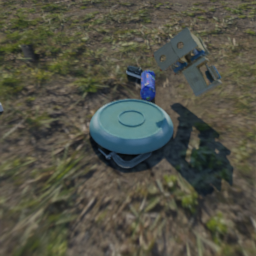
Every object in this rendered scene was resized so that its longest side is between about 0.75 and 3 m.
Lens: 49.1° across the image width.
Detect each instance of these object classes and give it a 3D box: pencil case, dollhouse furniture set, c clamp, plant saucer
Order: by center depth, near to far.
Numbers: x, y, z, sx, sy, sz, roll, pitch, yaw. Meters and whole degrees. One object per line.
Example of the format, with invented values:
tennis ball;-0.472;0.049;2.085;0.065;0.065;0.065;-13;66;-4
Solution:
c clamp;-0.034;0.730;8.784;1.439;0.195;1.229;-23;46;-23
plant saucer;0.114;-0.220;9.621;2.904;0.398;2.904;1;37;-1
dollhouse furniture set;2.268;-2.111;10.240;1.565;1.556;2.220;-6;67;-59
pencil case;0.791;-1.749;11.281;0.604;0.672;1.548;-12;38;14

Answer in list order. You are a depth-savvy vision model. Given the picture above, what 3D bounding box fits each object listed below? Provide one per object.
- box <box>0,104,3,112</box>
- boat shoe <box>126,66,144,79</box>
box;-5.698;-0.991;10.662;1.301;0.328;1.803;-25;46;-26
boat shoe;0.437;-2.461;12.296;1.128;0.400;0.407;14;43;16
